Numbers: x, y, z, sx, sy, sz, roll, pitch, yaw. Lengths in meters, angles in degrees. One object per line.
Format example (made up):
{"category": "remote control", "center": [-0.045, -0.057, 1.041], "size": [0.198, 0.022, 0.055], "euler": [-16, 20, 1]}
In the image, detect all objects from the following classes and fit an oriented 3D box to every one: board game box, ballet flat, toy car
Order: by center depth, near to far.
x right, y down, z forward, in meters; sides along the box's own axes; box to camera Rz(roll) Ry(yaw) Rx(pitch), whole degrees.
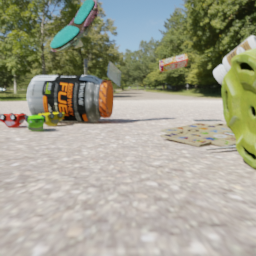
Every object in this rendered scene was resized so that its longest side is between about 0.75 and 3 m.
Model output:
{"category": "toy car", "center": [-3.037, -0.201, 8.985], "size": [2.194, 0.489, 2.065], "euler": [-3, 8, -21]}
{"category": "ballet flat", "center": [-1.727, -3.377, 9.736], "size": [0.804, 2.327, 0.828], "euler": [29, -11, 27]}
{"category": "board game box", "center": [1.641, -2.354, 10.226], "size": [0.996, 0.231, 0.755], "euler": [-13, -7, 7]}

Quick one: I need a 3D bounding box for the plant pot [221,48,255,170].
{"category": "plant pot", "center": [2.863, -0.439, 4.093], "size": [2.442, 2.656, 2.656], "euler": [-12, 8, -3]}

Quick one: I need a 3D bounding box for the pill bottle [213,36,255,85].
{"category": "pill bottle", "center": [3.463, -1.999, 8.681], "size": [0.889, 0.889, 1.554], "euler": [-7, -25, -44]}

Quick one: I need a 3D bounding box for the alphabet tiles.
{"category": "alphabet tiles", "center": [2.103, 0.137, 7.097], "size": [2.447, 0.077, 2.036], "euler": [-9, 14, -36]}

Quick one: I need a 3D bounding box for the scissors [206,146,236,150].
{"category": "scissors", "center": [2.744, 0.347, 5.708], "size": [2.532, 0.176, 0.926], "euler": [-3, 9, -35]}

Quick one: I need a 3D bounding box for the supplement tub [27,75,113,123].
{"category": "supplement tub", "center": [-2.160, -1.121, 10.888], "size": [2.997, 1.836, 1.836], "euler": [0, 7, 8]}

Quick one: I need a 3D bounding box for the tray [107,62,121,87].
{"category": "tray", "center": [-0.556, -2.071, 10.912], "size": [0.132, 0.639, 1.191], "euler": [3, -8, 20]}
